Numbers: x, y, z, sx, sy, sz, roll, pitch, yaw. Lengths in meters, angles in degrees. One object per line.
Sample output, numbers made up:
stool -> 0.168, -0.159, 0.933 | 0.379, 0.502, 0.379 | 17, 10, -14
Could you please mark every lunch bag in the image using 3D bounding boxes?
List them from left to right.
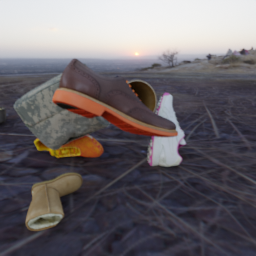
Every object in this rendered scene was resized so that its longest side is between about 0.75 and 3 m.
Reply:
lunch bag -> -1.625, -0.445, 7.331 | 2.062, 1.730, 1.437 | -23, 19, 20

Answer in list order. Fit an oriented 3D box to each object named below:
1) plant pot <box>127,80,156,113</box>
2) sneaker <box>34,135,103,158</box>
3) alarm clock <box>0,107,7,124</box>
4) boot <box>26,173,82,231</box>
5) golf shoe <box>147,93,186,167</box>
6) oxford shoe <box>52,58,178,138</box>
plant pot -> -0.001, -0.948, 10.096 | 1.491, 1.491, 1.600 | -6, 10, -22
sneaker -> -1.787, 0.618, 8.431 | 2.333, 0.851, 0.900 | 5, 39, 29
alarm clock -> -6.202, -0.553, 12.464 | 1.506, 0.743, 2.233 | -5, 18, -15
boot -> -1.413, 1.455, 5.639 | 1.174, 0.444, 1.341 | -17, 18, -13
golf shoe -> 1.175, 0.076, 8.100 | 1.021, 2.232, 0.840 | 10, -17, 3
oxford shoe -> -0.029, -0.519, 5.934 | 2.928, 1.062, 1.042 | 21, -10, -30
